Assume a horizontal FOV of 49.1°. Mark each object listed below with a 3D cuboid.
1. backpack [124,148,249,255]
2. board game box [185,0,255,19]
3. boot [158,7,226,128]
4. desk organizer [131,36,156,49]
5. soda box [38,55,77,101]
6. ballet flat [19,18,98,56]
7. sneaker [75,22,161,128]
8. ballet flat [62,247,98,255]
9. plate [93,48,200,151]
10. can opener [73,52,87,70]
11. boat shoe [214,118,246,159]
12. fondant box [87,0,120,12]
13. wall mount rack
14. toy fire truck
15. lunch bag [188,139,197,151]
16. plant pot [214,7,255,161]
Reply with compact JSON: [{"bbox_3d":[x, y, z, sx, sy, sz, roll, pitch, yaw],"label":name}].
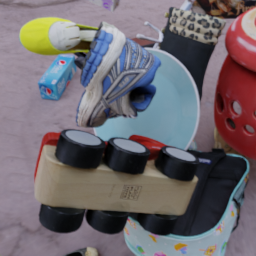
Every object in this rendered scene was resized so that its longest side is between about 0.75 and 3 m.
[{"bbox_3d":[1.009,1.547,5.395,2.122,1.851,2.414,13,28,29],"label":"backpack"},{"bbox_3d":[2.562,-3.779,7.462,0.488,1.912,2.823,-54,37,-6],"label":"board game box"},{"bbox_3d":[0.679,-1.362,5.850,1.006,2.105,2.787,0,25,-34],"label":"boot"},{"bbox_3d":[-0.084,-3.012,11.251,2.237,0.802,0.861,-16,43,-17],"label":"desk organizer"},{"bbox_3d":[-2.494,-1.868,10.090,0.643,0.679,2.003,8,44,8],"label":"soda box"},{"bbox_3d":[-1.041,-1.809,5.551,0.714,0.712,2.130,4,12,40],"label":"ballet flat"},{"bbox_3d":[-0.155,-0.409,3.849,0.934,2.194,0.845,20,71,-4],"label":"sneaker"},{"bbox_3d":[-1.246,2.670,5.445,1.366,0.388,0.454,-15,45,-15],"label":"ballet flat"},{"bbox_3d":[0.260,-0.315,5.204,2.258,2.258,0.289,30,18,28],"label":"plate"},{"bbox_3d":[-1.209,-1.894,6.700,1.599,0.507,0.629,41,32,11],"label":"can opener"},{"bbox_3d":[2.732,0.451,7.541,0.849,0.768,2.382,4,43,4],"label":"boat shoe"},{"bbox_3d":[-0.754,-4.302,8.155,1.093,1.515,0.441,28,63,7],"label":"fondant box"},{"bbox_3d":[0.858,-2.516,6.258,0.717,1.923,1.671,31,30,-12],"label":"wall mount rack"},{"bbox_3d":[-0.395,0.578,4.169,1.962,1.434,2.229,11,16,-24],"label":"toy fire truck"},{"bbox_3d":[1.254,0.330,7.848,1.111,0.534,1.386,-7,44,-8],"label":"lunch bag"},{"bbox_3d":[3.265,-1.045,5.779,2.799,2.549,2.799,-7,43,6],"label":"plant pot"}]
